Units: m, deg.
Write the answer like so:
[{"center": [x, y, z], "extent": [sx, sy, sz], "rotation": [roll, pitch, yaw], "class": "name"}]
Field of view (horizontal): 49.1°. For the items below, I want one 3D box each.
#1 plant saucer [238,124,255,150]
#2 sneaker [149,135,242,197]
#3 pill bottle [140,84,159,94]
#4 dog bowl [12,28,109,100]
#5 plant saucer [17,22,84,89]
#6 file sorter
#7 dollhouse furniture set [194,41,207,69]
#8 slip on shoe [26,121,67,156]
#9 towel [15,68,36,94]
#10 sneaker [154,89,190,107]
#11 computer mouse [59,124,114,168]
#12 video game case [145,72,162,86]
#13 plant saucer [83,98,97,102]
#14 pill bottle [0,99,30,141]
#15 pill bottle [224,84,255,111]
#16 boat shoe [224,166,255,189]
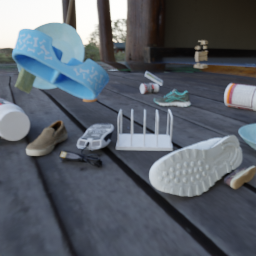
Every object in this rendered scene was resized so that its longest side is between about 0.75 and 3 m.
[{"center": [5.057, 0.517, 8.952], "extent": [2.929, 0.564, 2.929], "rotation": [0, 18, 0], "class": "plant saucer"}, {"center": [1.608, 0.953, 7.127], "extent": [2.917, 1.115, 1.174], "rotation": [-11, 2, -33], "class": "sneaker"}, {"center": [1.461, -2.698, 19.176], "extent": [1.162, 0.673, 0.673], "rotation": [-7, 19, -21], "class": "pill bottle"}, {"center": [-2.044, -1.789, 8.470], "extent": [2.981, 0.739, 1.662], "rotation": [27, -17, -19], "class": "dog bowl"}, {"center": [-2.919, -2.722, 10.817], "extent": [2.719, 2.719, 0.523], "rotation": [3, -9, 11], "class": "plant saucer"}, {"center": [0.550, 0.017, 9.590], "extent": [1.847, 1.150, 1.281], "rotation": [0, 17, 3], "class": "file sorter"}, {"center": [3.060, -3.158, 12.123], "extent": [0.587, 1.132, 0.501], "rotation": [-16, 22, -30], "class": "dollhouse furniture set"}, {"center": [-2.698, 0.317, 9.435], "extent": [0.812, 0.647, 2.135], "rotation": [6, 18, 18], "class": "slip on shoe"}, {"center": [-3.258, -1.568, 9.009], "extent": [0.150, 0.821, 0.609], "rotation": [15, -7, 31], "class": "towel"}, {"center": [2.439, -1.685, 15.478], "extent": [2.012, 0.918, 0.780], "rotation": [3, 17, 11], "class": "sneaker"}, {"center": [-1.094, 0.541, 8.994], "extent": [1.389, 0.556, 2.534], "rotation": [1, 22, 18], "class": "computer mouse"}, {"center": [1.071, -2.062, 11.692], "extent": [0.801, 0.092, 0.729], "rotation": [30, 22, -5], "class": "video game case"}, {"center": [-2.298, -1.721, 16.887], "extent": [0.852, 0.160, 0.852], "rotation": [-1, 18, 0], "class": "plant saucer"}, {"center": [-4.569, -0.320, 10.367], "extent": [1.307, 1.307, 2.256], "rotation": [-14, 21, -38], "class": "pill bottle"}, {"center": [6.287, -1.552, 14.472], "extent": [2.278, 1.248, 1.248], "rotation": [16, 23, 40], "class": "pill bottle"}, {"center": [2.843, 1.187, 7.073], "extent": [1.114, 0.401, 0.361], "rotation": [-20, 30, -35], "class": "boat shoe"}]
